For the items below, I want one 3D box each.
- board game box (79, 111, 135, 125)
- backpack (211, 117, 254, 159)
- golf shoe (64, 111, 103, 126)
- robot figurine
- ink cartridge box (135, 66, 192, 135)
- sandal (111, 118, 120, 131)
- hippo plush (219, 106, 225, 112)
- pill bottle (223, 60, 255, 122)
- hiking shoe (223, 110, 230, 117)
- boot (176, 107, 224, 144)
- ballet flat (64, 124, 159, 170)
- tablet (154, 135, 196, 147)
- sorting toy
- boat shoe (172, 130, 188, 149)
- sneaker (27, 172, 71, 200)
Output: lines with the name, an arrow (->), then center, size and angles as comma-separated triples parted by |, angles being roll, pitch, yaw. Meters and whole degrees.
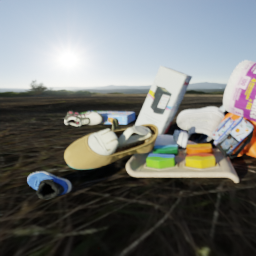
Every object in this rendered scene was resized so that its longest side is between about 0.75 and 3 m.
board game box -> -1.219, -0.588, 15.810 | 2.848, 0.521, 2.155 | 3, 9, 12
backpack -> 2.693, 0.168, 7.266 | 1.033, 0.835, 1.084 | -41, -4, 12
golf shoe -> -2.279, -0.357, 14.380 | 1.978, 0.763, 0.871 | 0, 30, 9
robot figurine -> 3.727, 0.139, 8.496 | 1.352, 1.668, 2.319 | 15, 4, -18
ink cartridge box -> 1.474, -1.076, 11.439 | 1.104, 2.667, 1.944 | 26, 16, 14
sandal -> -0.475, 0.051, 10.413 | 0.325, 0.819, 0.234 | 5, -9, -18
hippo plush -> 4.859, -0.597, 12.131 | 1.516, 1.886, 1.502 | 48, 16, 14
pill bottle -> 3.844, -0.661, 6.905 | 2.581, 1.449, 1.449 | 26, 22, 32
hiking shoe -> 4.534, -0.719, 10.959 | 2.321, 0.879, 1.169 | -38, -26, 4
boot -> 2.404, -0.013, 10.388 | 0.901, 1.171, 2.450 | 38, -20, -14
ballet flat -> -0.297, 0.306, 6.841 | 2.636, 0.831, 0.905 | -12, 57, -40
tablet -> 0.777, 0.383, 9.425 | 2.701, 0.184, 1.758 | 4, 7, -25
sorting toy -> 1.405, 0.787, 7.313 | 2.539, 0.463, 2.350 | 2, 9, 13
boat shoe -> 1.601, 0.342, 8.729 | 0.437, 0.481, 1.308 | 10, 7, 8
sneaker -> -1.677, 1.116, 5.474 | 1.001, 0.384, 0.557 | 11, 4, 21
